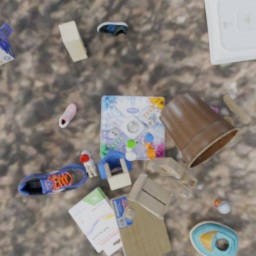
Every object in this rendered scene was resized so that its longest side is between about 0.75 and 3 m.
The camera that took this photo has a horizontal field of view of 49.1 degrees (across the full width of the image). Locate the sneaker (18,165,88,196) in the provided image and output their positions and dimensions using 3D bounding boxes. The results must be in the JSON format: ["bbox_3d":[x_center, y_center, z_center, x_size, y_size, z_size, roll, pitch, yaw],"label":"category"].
[{"bbox_3d":[-2.742,2.032,10.181,2.642,1.036,0.995,-16,91,0],"label":"sneaker"}]

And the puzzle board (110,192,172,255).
[{"bbox_3d":[0.468,3.501,10.035,1.868,0.216,2.479,-12,82,-31],"label":"puzzle board"}]

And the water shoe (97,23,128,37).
[{"bbox_3d":[-0.609,-3.798,10.870,1.184,0.423,0.467,-7,72,2],"label":"water shoe"}]

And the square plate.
[{"bbox_3d":[4.610,-4.133,10.987,2.906,0.417,2.933,-7,93,2],"label":"square plate"}]

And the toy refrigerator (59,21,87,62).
[{"bbox_3d":[-1.993,-3.178,10.448,0.633,1.810,0.687,-17,83,-2],"label":"toy refrigerator"}]

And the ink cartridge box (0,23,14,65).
[{"bbox_3d":[-5.624,-2.895,10.326,2.898,1.977,1.106,-23,88,-3],"label":"ink cartridge box"}]

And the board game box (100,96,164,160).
[{"bbox_3d":[0.181,-0.020,10.832,2.480,0.321,2.480,1,83,0],"label":"board game box"}]

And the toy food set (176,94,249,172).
[{"bbox_3d":[2.981,0.119,10.793,2.938,0.463,1.868,-36,84,4],"label":"toy food set"}]

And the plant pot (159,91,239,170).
[{"bbox_3d":[2.277,-0.018,9.710,2.105,2.105,2.084,-35,66,-4],"label":"plant pot"}]

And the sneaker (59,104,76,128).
[{"bbox_3d":[-2.311,-0.467,10.746,0.386,0.536,1.025,30,87,-6],"label":"sneaker"}]

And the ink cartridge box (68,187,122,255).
[{"bbox_3d":[-0.928,3.486,10.187,1.332,0.766,2.275,-38,86,-5],"label":"ink cartridge box"}]

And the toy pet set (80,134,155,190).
[{"bbox_3d":[-0.353,0.931,9.647,2.369,2.212,1.258,-16,44,-5],"label":"toy pet set"}]

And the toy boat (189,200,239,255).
[{"bbox_3d":[3.183,3.629,10.058,1.787,0.988,2.126,12,85,2],"label":"toy boat"}]

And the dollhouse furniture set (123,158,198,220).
[{"bbox_3d":[0.940,2.307,9.677,2.071,1.186,2.428,38,67,-21],"label":"dollhouse furniture set"}]
